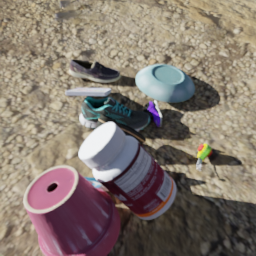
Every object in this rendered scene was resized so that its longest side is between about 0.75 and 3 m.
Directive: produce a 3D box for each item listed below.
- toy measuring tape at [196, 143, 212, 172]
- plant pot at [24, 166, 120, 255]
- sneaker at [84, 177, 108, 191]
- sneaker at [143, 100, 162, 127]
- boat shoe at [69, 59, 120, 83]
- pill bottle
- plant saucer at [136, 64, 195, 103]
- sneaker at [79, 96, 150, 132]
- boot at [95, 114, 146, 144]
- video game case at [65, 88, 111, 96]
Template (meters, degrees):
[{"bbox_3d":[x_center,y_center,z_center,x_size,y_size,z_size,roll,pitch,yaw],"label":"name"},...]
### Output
[{"bbox_3d":[2.742,0.980,10.111,0.511,0.511,1.389,16,38,13],"label":"toy measuring tape"},{"bbox_3d":[-1.625,2.280,7.637,2.360,2.112,2.360,-14,37,11],"label":"plant pot"},{"bbox_3d":[-1.222,1.992,9.356,1.418,0.573,0.543,7,4,-3],"label":"sneaker"},{"bbox_3d":[0.979,-0.537,11.614,0.686,0.480,1.380,-8,49,-4],"label":"sneaker"},{"bbox_3d":[-1.587,-2.742,13.241,2.465,0.799,0.886,9,43,4],"label":"boat shoe"},{"bbox_3d":[0.000,1.268,8.185,1.604,2.810,1.604,-34,25,18],"label":"pill bottle"},{"bbox_3d":[1.740,-2.225,12.711,2.770,0.533,2.770,5,44,-5],"label":"plant saucer"},{"bbox_3d":[-0.558,-0.592,11.067,2.868,1.308,1.113,4,45,2],"label":"sneaker"},{"bbox_3d":[-0.438,0.480,10.321,1.924,1.331,0.745,27,6,-12],"label":"boot"},{"bbox_3d":[-1.593,-1.518,11.780,1.562,0.197,2.181,1,11,2],"label":"video game case"}]
